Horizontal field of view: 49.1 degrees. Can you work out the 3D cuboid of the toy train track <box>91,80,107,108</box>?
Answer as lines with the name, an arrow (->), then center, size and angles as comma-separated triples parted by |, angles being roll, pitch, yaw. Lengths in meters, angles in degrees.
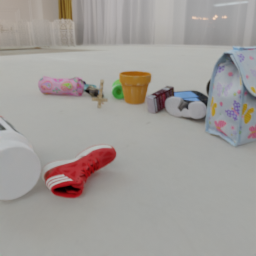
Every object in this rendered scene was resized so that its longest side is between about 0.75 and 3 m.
toy train track -> -1.143, -1.413, 11.799 | 0.702, 1.224, 0.199 | 1, 18, -24

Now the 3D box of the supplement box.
supplement box -> 1.371, -1.184, 11.649 | 1.311, 0.714, 0.399 | -29, 33, -31

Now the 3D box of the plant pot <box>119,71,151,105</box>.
plant pot -> 0.313, -1.824, 12.819 | 1.452, 1.329, 1.452 | 1, 20, 0

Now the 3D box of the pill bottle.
pill bottle -> -3.002, 0.577, 6.390 | 1.377, 1.377, 2.418 | -15, 25, -34

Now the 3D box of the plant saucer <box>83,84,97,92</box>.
plant saucer -> -2.396, -2.183, 15.406 | 1.339, 0.183, 1.339 | 1, 20, 0

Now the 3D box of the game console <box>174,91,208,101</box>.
game console -> 2.628, -1.296, 12.830 | 2.223, 0.345, 1.966 | -6, 22, -14

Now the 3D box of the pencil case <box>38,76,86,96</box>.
pencil case -> -3.354, -2.135, 14.193 | 2.271, 0.993, 0.993 | 4, 21, 13

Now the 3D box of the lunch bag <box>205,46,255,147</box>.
lunch bag -> 3.896, -1.086, 8.735 | 2.400, 2.830, 1.799 | -9, 22, -25

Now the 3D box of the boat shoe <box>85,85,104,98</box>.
boat shoe -> -1.692, -1.710, 13.917 | 0.471, 0.478, 1.284 | -40, 42, -21

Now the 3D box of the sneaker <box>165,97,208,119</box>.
sneaker -> 2.458, -0.785, 11.019 | 1.148, 0.761, 2.017 | -5, 15, -39

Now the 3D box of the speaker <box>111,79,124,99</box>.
speaker -> -0.430, -1.969, 14.048 | 0.770, 0.770, 1.740 | 0, 21, 1

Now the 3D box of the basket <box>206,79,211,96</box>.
basket -> 4.802, -2.070, 13.323 | 2.038, 1.537, 2.260 | 29, 37, 34

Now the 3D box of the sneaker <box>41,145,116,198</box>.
sneaker -> -0.942, 1.061, 6.354 | 1.829, 0.717, 1.057 | -22, 36, -20
